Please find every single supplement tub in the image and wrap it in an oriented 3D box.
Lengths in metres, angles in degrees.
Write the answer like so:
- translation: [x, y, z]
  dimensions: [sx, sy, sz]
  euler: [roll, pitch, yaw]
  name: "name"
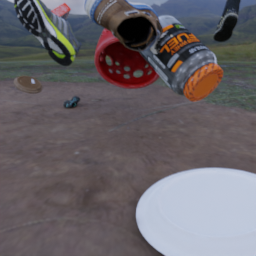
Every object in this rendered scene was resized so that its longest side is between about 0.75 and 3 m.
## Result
- translation: [1.570, -2.103, 8.575]
  dimensions: [1.577, 1.577, 2.574]
  euler: [-13, 54, -36]
  name: "supplement tub"

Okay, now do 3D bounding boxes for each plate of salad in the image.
- translation: [1.478, 1.453, 4.787]
  dimensions: [2.676, 0.643, 2.676]
  euler: [-9, 19, 3]
  name: "plate of salad"

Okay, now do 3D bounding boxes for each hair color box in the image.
- translation: [-3.035, -4.570, 11.637]
  dimensions: [1.322, 0.423, 0.733]
  euler: [-48, 9, -33]
  name: "hair color box"

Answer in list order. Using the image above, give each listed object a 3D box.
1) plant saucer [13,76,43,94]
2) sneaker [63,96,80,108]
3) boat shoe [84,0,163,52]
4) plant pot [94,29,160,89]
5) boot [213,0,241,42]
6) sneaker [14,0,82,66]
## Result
- translation: [-3.606, -1.594, 10.143]
  dimensions: [1.021, 0.150, 1.021]
  euler: [19, 34, -13]
  name: "plant saucer"
- translation: [-2.691, -1.219, 13.874]
  dimensions: [0.476, 0.453, 1.201]
  euler: [19, 30, 18]
  name: "sneaker"
- translation: [0.158, -2.410, 6.898]
  dimensions: [1.070, 1.068, 2.957]
  euler: [53, 30, 16]
  name: "boat shoe"
- translation: [0.155, -3.349, 11.341]
  dimensions: [2.705, 2.705, 2.463]
  euler: [3, 58, 8]
  name: "plant pot"
- translation: [3.719, -4.092, 10.406]
  dimensions: [0.600, 1.256, 1.663]
  euler: [15, -14, 3]
  name: "boot"
- translation: [-2.268, -2.972, 8.055]
  dimensions: [0.890, 2.408, 0.975]
  euler: [-16, 30, 35]
  name: "sneaker"
